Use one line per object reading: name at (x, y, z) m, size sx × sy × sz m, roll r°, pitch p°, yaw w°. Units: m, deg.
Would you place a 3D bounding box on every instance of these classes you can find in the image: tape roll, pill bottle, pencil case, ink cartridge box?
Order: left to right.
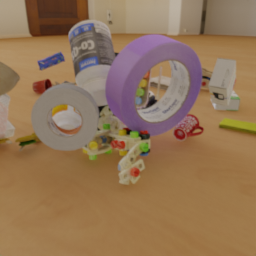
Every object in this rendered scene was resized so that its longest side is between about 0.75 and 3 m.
ink cartridge box at (-4.450, 0.062, 8.736) m, size 0.828 × 0.383 × 1.520 m, roll 41°, pitch 35°, yaw 20°
pencil case at (-2.280, -1.968, 8.256) m, size 0.813 × 0.317 × 0.353 m, roll -25°, pitch -4°, yaw -7°
tape roll at (-1.535, -0.250, 6.959) m, size 1.611 × 1.611 × 0.532 m, roll -1°, pitch 19°, yaw -2°
pill bottle at (-2.007, -0.185, 9.283) m, size 1.115 × 1.115 × 2.008 m, roll -4°, pitch 27°, yaw -9°
pill bottle at (-1.010, -1.926, 8.531) m, size 1.330 × 2.338 × 1.330 m, roll -11°, pitch -19°, yaw -4°
tape roll at (0.764, -1.150, 7.947) m, size 2.745 × 2.745 × 0.901 m, roll -13°, pitch 36°, yaw -27°
ink cartridge box at (2.584, -1.225, 7.629) m, size 0.486 × 0.855 × 1.173 m, roll 16°, pitch -12°, yaw 25°
ink cartridge box at (4.294, -1.264, 12.475) m, size 0.990 × 0.570 × 1.356 m, roll 3°, pitch 24°, yaw 7°

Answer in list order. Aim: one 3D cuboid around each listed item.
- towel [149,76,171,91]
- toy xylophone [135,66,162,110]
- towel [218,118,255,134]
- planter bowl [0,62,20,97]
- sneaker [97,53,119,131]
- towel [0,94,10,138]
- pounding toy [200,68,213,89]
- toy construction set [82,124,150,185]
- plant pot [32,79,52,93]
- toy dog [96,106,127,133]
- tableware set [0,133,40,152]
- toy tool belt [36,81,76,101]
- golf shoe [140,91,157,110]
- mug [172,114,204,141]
towel at (2.126, -2.471, 15.457) m, size 2.264 × 0.390 × 1.500 m, roll 22°, pitch 33°, yaw 40°
toy xylophone at (0.444, -1.493, 9.043) m, size 0.459 × 1.828 × 1.338 m, roll -3°, pitch 5°, yaw -44°
towel at (4.474, 0.023, 10.091) m, size 2.199 × 0.199 × 0.946 m, roll 13°, pitch 22°, yaw 29°
planter bowl at (-3.681, -1.298, 7.675) m, size 1.145 × 0.771 × 1.145 m, roll 19°, pitch -17°, yaw 6°
sneaker at (-0.860, -1.312, 9.961) m, size 1.128 × 2.891 × 1.232 m, roll 21°, pitch 0°, yaw -25°
towel at (-4.392, -0.874, 8.407) m, size 0.318 × 1.971 × 1.882 m, roll -29°, pitch 44°, yaw 13°
pounding toy at (3.770, -2.361, 14.459) m, size 2.096 × 1.199 × 1.202 m, roll 28°, pitch 31°, yaw 13°
toy construction set at (-0.336, 0.532, 7.687) m, size 1.610 × 1.131 × 2.455 m, roll -9°, pitch 27°, yaw -39°
plant pot at (-4.383, -2.087, 14.231) m, size 0.754 × 0.775 × 0.775 m, roll -2°, pitch 23°, yaw 14°
toy dog at (-0.489, -0.048, 9.277) m, size 1.043 × 1.012 × 0.728 m, roll 37°, pitch -2°, yaw -30°
tableware set at (-3.694, 0.535, 8.596) m, size 2.153 × 0.330 × 1.451 m, roll -17°, pitch 12°, yaw -33°
toy tool belt at (-2.589, -1.224, 10.839) m, size 1.818 × 1.135 × 1.117 m, roll -22°, pitch 26°, yaw 35°
golf shoe at (0.650, -0.806, 9.984) m, size 0.456 × 1.173 × 0.554 m, roll 4°, pitch 51°, yaw -30°
mug at (1.950, -0.001, 9.134) m, size 0.814 × 0.612 × 0.917 m, roll -5°, pitch 22°, yaw 41°
